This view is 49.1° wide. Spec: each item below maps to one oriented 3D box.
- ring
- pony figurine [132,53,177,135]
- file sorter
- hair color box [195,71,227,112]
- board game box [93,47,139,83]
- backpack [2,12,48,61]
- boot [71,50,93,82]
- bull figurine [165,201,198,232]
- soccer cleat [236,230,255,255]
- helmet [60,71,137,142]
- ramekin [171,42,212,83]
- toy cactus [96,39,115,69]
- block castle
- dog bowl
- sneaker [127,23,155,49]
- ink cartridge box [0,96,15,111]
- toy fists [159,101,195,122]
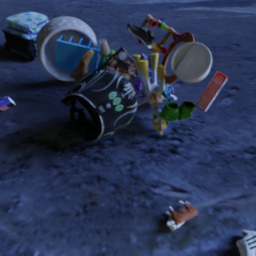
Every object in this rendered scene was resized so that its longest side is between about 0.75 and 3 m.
[{"bbox_3d":[1.981,-2.989,12.113,0.234,2.443,2.443,21,32,-22],"label":"ring"},{"bbox_3d":[0.802,-1.328,10.276,2.225,2.672,2.580,-13,23,-3],"label":"pony figurine"},{"bbox_3d":[-2.072,-3.102,11.743,1.724,1.196,1.057,12,39,-5],"label":"file sorter"},{"bbox_3d":[2.728,-1.163,9.191,0.409,1.281,0.710,35,13,12],"label":"hair color box"},{"bbox_3d":[-0.527,-2.104,11.068,1.846,1.251,0.319,-39,32,14],"label":"board game box"},{"bbox_3d":[-5.218,-5.275,15.593,2.457,1.973,2.685,24,39,22],"label":"backpack"},{"bbox_3d":[-1.621,-2.336,10.633,0.495,1.311,0.483,37,10,16],"label":"boot"},{"bbox_3d":[1.303,2.241,7.178,0.969,0.316,0.588,-18,41,-22],"label":"bull figurine"},{"bbox_3d":[2.701,2.832,6.375,0.523,0.421,1.228,12,35,29],"label":"soccer cleat"},{"bbox_3d":[-0.837,-0.831,9.503,2.385,2.385,2.274,24,43,28],"label":"helmet"},{"bbox_3d":[1.983,-1.973,8.701,1.245,0.580,1.245,-5,76,21],"label":"ramekin"},{"bbox_3d":[-1.102,-3.181,12.825,1.139,1.838,2.228,14,49,21],"label":"toy cactus"},{"bbox_3d":[1.260,-3.922,12.064,1.790,1.196,0.840,11,42,-41],"label":"block castle"},{"bbox_3d":[-2.630,-3.320,12.302,2.830,2.830,0.830,-12,40,-15],"label":"dog bowl"},{"bbox_3d":[0.543,-3.707,10.869,1.289,0.583,0.429,43,40,-2],"label":"sneaker"},{"bbox_3d":[-4.700,-0.914,10.655,0.545,1.151,0.213,-29,88,-11],"label":"ink cartridge box"},{"bbox_3d":[1.687,-0.527,9.607,1.319,0.672,0.454,-8,55,-28],"label":"toy fists"}]
